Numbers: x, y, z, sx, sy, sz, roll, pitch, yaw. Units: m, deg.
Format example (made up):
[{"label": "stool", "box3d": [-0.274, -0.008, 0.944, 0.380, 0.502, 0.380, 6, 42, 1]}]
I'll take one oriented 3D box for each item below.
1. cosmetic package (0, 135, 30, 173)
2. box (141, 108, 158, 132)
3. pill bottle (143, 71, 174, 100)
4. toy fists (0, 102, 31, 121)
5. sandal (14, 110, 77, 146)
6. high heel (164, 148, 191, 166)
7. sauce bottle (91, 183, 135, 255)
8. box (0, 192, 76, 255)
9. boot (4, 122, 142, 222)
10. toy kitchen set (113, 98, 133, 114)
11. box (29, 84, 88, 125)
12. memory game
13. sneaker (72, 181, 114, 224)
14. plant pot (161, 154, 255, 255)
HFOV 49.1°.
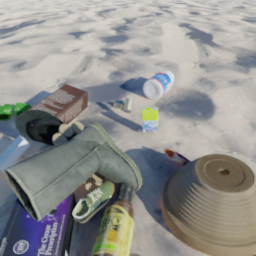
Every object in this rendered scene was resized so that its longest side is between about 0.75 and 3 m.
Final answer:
[{"label": "cosmetic package", "box3d": [-3.623, 0.796, 8.762, 1.117, 0.289, 0.842, -50, 26, -12]}, {"label": "box", "box3d": [0.796, -0.292, 10.214, 0.584, 0.958, 0.228, 1, 36, 8]}, {"label": "pill bottle", "box3d": [1.518, -2.108, 13.350, 0.992, 0.992, 1.768, 17, 36, 24]}, {"label": "toy fists", "box3d": [-4.780, -0.727, 11.668, 1.463, 0.503, 0.746, -8, 33, -10]}, {"label": "sandal", "box3d": [-2.333, 0.188, 8.963, 2.756, 1.036, 0.660, 26, -7, -1]}, {"label": "high heel", "box3d": [1.603, 0.957, 9.065, 0.988, 0.333, 0.475, 41, 14, 19]}, {"label": "sauce bottle", "box3d": [-0.268, 2.328, 6.629, 0.806, 0.806, 2.490, 4, 31, 7]}, {"label": "box", "box3d": [-2.064, 2.384, 6.598, 1.404, 0.785, 1.990, -3, 33, 0]}, {"label": "boot", "box3d": [-1.206, 1.318, 7.102, 2.571, 1.026, 2.828, 47, 40, 3]}, {"label": "toy kitchen set", "box3d": [-0.026, -1.015, 11.628, 0.816, 0.600, 1.019, -1, 19, -43]}, {"label": "box", "box3d": [-2.714, -0.785, 11.211, 1.182, 0.884, 2.360, 21, 42, 17]}, {"label": "memory game", "box3d": [-1.270, 0.742, 8.544, 2.279, 0.145, 2.279, 25, 41, -24]}, {"label": "sneaker", "box3d": [-0.891, 1.840, 7.032, 0.433, 0.579, 1.290, 38, 80, 28]}, {"label": "plant pot", "box3d": [2.359, 1.640, 7.205, 2.950, 1.362, 2.950, 0, 34, 0]}]
